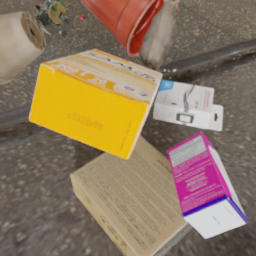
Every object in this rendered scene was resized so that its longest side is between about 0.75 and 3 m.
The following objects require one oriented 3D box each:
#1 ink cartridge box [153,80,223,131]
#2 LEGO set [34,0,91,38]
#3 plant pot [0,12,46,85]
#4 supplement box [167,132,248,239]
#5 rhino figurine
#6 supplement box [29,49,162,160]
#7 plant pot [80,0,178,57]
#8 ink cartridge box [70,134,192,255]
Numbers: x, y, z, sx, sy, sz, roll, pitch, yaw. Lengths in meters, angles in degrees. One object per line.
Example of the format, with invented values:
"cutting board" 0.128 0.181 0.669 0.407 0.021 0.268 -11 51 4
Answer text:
"ink cartridge box" 2.178 -0.807 9.793 2.364 0.788 1.369 11 48 10
"LEGO set" -2.375 -4.266 9.999 0.828 1.896 2.920 29 31 26
"plant pot" -2.589 -1.860 6.132 1.292 1.489 1.489 -19 45 15
"supplement box" 1.598 1.152 5.967 0.979 0.959 1.895 -30 33 20
"rhino figurine" 0.926 -2.665 7.634 0.728 1.065 2.436 17 81 13
"supplement box" -0.394 -0.699 5.550 1.788 1.043 2.837 21 22 2
"plant pot" -0.075 -4.353 9.540 2.635 2.710 2.710 42 57 9
"ink cartridge box" 0.260 1.738 7.208 2.324 1.059 2.821 -30 54 -27
